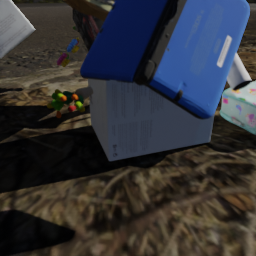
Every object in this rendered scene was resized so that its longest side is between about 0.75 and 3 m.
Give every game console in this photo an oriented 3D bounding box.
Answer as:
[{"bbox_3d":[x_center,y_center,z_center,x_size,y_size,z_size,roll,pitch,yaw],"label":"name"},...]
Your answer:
[{"bbox_3d":[0.757,-1.747,5.600,2.318,2.716,1.607,29,-15,-20],"label":"game console"}]

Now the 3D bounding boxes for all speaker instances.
[{"bbox_3d":[2.684,-1.613,7.277,0.519,0.519,1.279,-12,70,-21],"label":"speaker"}]

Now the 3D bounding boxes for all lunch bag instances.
[{"bbox_3d":[4.276,-0.619,8.616,2.569,0.990,2.061,-15,35,-26],"label":"lunch bag"}]

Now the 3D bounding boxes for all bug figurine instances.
[{"bbox_3d":[-1.776,-2.281,8.399,0.334,1.005,1.296,34,8,-16],"label":"bug figurine"}]

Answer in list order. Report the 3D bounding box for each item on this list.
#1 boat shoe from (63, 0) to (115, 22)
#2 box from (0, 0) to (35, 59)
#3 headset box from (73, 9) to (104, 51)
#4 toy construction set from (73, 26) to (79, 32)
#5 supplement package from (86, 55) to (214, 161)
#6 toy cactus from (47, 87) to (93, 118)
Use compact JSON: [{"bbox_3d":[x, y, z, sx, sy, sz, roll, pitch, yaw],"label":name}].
[{"bbox_3d":[-0.807,-3.067,6.690,1.935,0.606,0.709,25,-8,-7],"label":"boat shoe"},{"bbox_3d":[-2.653,-2.062,5.787,1.049,0.903,1.054,-42,27,-5],"label":"box"},{"bbox_3d":[-0.876,-3.378,8.710,1.035,2.051,2.760,-25,-2,-12],"label":"headset box"},{"bbox_3d":[-1.890,-4.431,11.398,0.862,0.935,1.122,-12,65,9],"label":"toy construction set"},{"bbox_3d":[0.553,-0.814,7.673,2.912,2.210,2.194,-9,30,-16],"label":"supplement package"},{"bbox_3d":[-0.966,-0.493,4.966,0.796,0.493,0.964,-27,22,-30],"label":"toy cactus"}]
